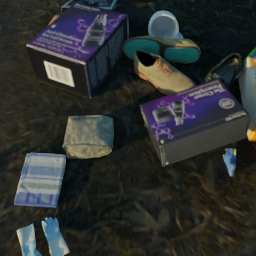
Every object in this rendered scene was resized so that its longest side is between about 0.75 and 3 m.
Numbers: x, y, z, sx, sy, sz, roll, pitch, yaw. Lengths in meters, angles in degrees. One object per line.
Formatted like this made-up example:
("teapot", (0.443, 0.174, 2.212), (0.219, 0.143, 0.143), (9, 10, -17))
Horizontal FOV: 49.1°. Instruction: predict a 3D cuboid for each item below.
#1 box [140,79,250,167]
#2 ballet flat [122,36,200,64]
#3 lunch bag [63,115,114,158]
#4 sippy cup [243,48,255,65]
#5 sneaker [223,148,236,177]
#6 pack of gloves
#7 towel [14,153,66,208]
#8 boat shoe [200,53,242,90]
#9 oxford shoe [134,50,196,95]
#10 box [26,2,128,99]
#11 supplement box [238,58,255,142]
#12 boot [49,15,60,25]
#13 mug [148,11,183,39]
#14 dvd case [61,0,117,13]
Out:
("box", (1.678, -0.187, 7.361), (2.309, 0.911, 1.630), (-19, 49, -3))
("ballet flat", (1.131, -2.734, 9.688), (2.652, 0.935, 0.866), (8, 41, -2))
("lunch bag", (-0.987, 0.233, 7.469), (1.250, 0.735, 1.025), (-2, 52, 4))
("sippy cup", (4.386, -2.240, 9.444), (0.924, 0.725, 0.677), (-45, 73, -4))
("sneaker", (2.627, 0.888, 7.282), (0.325, 0.273, 0.829), (2, 52, 20))
("pack of gloves", (-1.864, 2.391, 6.015), (0.884, 0.208, 1.052), (-22, 44, -19))
("towel", (-2.171, 1.275, 7.025), (1.061, 0.172, 1.445), (3, 54, 0))
("boat shoe", (2.759, -1.443, 8.556), (2.304, 0.764, 0.861), (-41, 64, -14))
("oxford shoe", (1.082, -1.694, 8.755), (2.312, 0.865, 0.814), (29, 75, 21))
("box", (-1.484, -2.631, 9.196), (2.089, 1.473, 2.824), (19, 55, 15))
("supplement box", (4.291, -0.828, 8.122), (1.638, 0.956, 2.599), (6, 52, 4))
("boot", (-2.145, -3.571, 10.497), (1.840, 0.678, 1.423), (3, 56, 9))
("mug", (1.432, -3.673, 10.360), (1.420, 1.049, 1.245), (30, 31, -14))
("dvd case", (-1.442, -4.849, 11.148), (1.855, 0.305, 2.468), (3, 33, 1))
